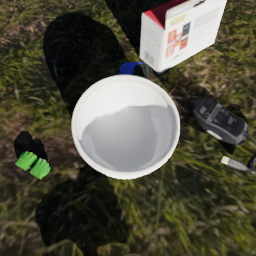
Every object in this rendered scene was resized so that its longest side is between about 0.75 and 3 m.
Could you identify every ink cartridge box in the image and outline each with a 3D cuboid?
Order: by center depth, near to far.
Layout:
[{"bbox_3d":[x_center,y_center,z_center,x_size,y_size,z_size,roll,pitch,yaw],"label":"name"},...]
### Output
[{"bbox_3d":[1.915,-3.706,9.830,2.868,2.518,1.203,-32,61,-21],"label":"ink cartridge box"}]

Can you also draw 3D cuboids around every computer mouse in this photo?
[{"bbox_3d":[2.800,0.304,8.088,2.582,0.594,1.813,30,57,9],"label":"computer mouse"}]

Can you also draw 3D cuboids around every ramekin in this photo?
[{"bbox_3d":[-0.068,0.107,7.629,2.733,1.435,2.733,0,68,-1],"label":"ramekin"}]

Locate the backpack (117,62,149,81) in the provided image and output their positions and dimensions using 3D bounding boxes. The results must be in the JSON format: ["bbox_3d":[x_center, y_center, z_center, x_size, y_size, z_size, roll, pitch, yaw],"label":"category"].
[{"bbox_3d":[0.117,-1.518,8.993,1.003,1.196,0.972,15,27,32],"label":"backpack"}]

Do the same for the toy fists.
[{"bbox_3d":[-2.667,1.031,7.929,0.990,0.340,0.504,26,67,15],"label":"toy fists"}]

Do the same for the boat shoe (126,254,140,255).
[{"bbox_3d":[-0.601,3.354,5.960,2.163,0.735,0.778,-14,52,-1],"label":"boat shoe"}]
